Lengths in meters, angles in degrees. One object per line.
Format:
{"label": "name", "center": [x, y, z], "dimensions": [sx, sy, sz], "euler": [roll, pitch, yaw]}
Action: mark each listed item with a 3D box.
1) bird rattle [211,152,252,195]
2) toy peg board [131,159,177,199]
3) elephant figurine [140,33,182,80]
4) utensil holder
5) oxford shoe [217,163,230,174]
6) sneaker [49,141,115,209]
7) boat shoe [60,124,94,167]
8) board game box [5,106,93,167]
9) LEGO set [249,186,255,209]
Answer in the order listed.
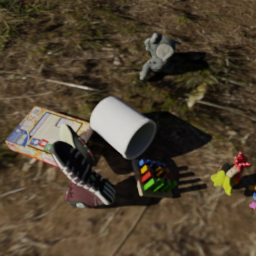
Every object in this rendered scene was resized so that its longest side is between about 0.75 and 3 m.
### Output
{"label": "bird rattle", "center": [3.676, 1.624, 9.870], "dimensions": [0.855, 1.238, 1.518], "euler": [36, 78, 34]}
{"label": "toy peg board", "center": [0.998, 1.659, 9.850], "dimensions": [1.394, 0.682, 1.388], "euler": [14, 45, -33]}
{"label": "elephant figurine", "center": [1.656, -3.454, 14.185], "dimensions": [1.652, 1.811, 2.334], "euler": [23, 52, -38]}
{"label": "utensil holder", "center": [-0.232, -0.036, 11.029], "dimensions": [2.065, 1.755, 1.755], "euler": [36, 59, 28]}
{"label": "oxford shoe", "center": [3.549, 1.608, 10.598], "dimensions": [0.805, 0.287, 0.287], "euler": [-39, 84, -26]}
{"label": "sneaker", "center": [-1.855, 1.790, 9.203], "dimensions": [2.775, 1.603, 1.050], "euler": [48, 29, -14]}
{"label": "boat shoe", "center": [-1.928, 0.665, 10.346], "dimensions": [0.631, 0.737, 2.014], "euler": [-8, 53, -44]}
{"label": "board game box", "center": [-3.144, 0.348, 11.401], "dimensions": [2.749, 0.637, 2.082], "euler": [18, 53, 14]}
{"label": "LEGO set", "center": [4.524, 2.313, 9.931], "dimensions": [0.472, 0.438, 1.150], "euler": [2, 40, 40]}
